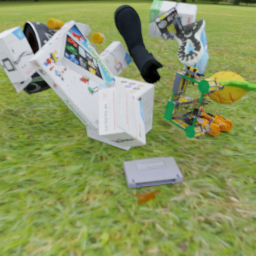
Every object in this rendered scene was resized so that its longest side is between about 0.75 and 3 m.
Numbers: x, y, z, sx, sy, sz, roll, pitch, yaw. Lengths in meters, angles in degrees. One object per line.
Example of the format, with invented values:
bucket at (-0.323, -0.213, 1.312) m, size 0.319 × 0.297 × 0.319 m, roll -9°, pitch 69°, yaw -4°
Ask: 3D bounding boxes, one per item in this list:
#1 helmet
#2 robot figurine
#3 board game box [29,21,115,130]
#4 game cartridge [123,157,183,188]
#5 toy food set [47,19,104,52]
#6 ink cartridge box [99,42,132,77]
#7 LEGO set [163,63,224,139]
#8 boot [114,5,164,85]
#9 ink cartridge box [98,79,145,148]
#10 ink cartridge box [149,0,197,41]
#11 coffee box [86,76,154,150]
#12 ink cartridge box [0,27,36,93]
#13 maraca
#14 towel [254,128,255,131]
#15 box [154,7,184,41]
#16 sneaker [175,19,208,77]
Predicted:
helmet at (-3.369, -2.613, 10.458) m, size 2.303 × 2.415 × 2.415 m, roll -38°, pitch 40°, yaw -7°
robot figurine at (3.239, -0.350, 11.647) m, size 1.446 × 0.581 × 1.995 m, roll -17°, pitch 35°, yaw -29°
board game box at (-1.287, -1.384, 7.812) m, size 0.446 × 2.575 × 1.626 m, roll 2°, pitch 49°, yaw 44°
game cartridge at (0.763, 1.409, 9.003) m, size 1.718 × 0.330 × 1.114 m, roll -5°, pitch 27°, yaw -8°
toy food set at (-1.724, -3.107, 9.697) m, size 2.045 × 0.976 × 0.920 m, roll 16°, pitch 19°, yaw 12°
ink cartridge box at (-0.739, -3.062, 13.058) m, size 1.563 × 1.130 × 0.662 m, roll -47°, pitch 36°, yaw -13°
LEGO set at (2.099, -0.806, 8.490) m, size 1.244 × 2.147 × 1.651 m, roll -12°, pitch 26°, yaw -38°
boot at (0.519, -3.481, 11.945) m, size 1.105 × 2.893 × 2.431 m, roll -26°, pitch 52°, yaw -1°
ink cartridge box at (-0.185, -0.264, 6.683) m, size 0.653 × 1.108 × 1.925 m, roll -8°, pitch -17°, yaw 18°
ink cartridge box at (1.943, -4.712, 12.407) m, size 1.910 × 1.394 × 0.803 m, roll 12°, pitch 53°, yaw 11°
coffee box at (-0.311, -0.649, 10.793) m, size 1.951 × 1.954 × 1.932 m, roll 18°, pitch 35°, yaw 27°
ink cartridge box at (-3.205, -1.973, 8.207) m, size 0.542 × 1.625 × 0.941 m, roll -8°, pitch 34°, yaw 19°
maraca at (3.062, -1.217, 8.458) m, size 1.261 × 0.984 × 1.839 m, roll 7°, pitch 1°, yaw -22°
towel at (5.799, 0.092, 11.281) m, size 1.261 × 0.217 × 0.836 m, roll -14°, pitch 35°, yaw -23°
box at (1.476, -3.699, 10.031) m, size 0.817 × 1.020 × 0.226 m, roll -31°, pitch 59°, yaw 11°
sneaker at (2.434, -2.951, 10.485) m, size 1.101 × 1.264 × 2.810 m, roll -10°, pitch 46°, yaw 29°
